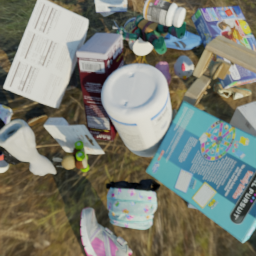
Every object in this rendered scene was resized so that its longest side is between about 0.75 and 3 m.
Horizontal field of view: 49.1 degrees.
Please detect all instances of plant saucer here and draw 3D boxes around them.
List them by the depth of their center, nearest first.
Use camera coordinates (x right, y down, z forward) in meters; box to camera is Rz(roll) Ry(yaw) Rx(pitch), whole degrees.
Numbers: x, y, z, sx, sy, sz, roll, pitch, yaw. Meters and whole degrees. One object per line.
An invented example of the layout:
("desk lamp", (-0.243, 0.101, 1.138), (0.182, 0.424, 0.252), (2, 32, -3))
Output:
("plant saucer", (1.055, -4.691, 10.568), (0.306, 1.263, 1.263), (42, 54, -25))

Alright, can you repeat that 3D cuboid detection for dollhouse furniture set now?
("dollhouse furniture set", (2.709, -1.128, 7.718), (1.754, 2.153, 2.047), (30, 37, 13))

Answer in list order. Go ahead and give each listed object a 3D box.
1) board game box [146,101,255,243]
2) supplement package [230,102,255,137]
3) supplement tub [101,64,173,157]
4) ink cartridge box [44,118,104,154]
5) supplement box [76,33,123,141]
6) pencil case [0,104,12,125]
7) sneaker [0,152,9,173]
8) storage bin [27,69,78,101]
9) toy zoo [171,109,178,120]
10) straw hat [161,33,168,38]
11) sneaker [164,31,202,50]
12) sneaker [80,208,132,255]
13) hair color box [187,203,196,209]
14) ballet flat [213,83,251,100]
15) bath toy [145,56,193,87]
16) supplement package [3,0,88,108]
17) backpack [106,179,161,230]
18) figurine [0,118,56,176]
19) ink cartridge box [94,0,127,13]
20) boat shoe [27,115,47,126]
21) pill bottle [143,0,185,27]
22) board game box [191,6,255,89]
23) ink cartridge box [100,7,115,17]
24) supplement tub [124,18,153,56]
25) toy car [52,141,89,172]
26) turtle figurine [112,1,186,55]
("board game box", (2.107, 0.929, 6.858), (2.858, 0.671, 2.157), (33, 101, 34))
("supplement package", (4.615, 0.027, 10.315), (0.840, 1.180, 1.515), (-18, 55, -13))
("supplement tub", (0.369, -0.378, 7.673), (1.656, 2.510, 1.656), (-5, 62, 10))
("ink cartridge box", (-1.585, 0.240, 8.527), (1.626, 1.302, 0.384), (-1, 47, 32))
("supplement box", (-0.715, -1.206, 8.590), (0.883, 2.899, 1.578), (8, 39, 13))
("pencil case", (-4.895, 0.016, 10.585), (0.856, 0.784, 1.886), (5, 51, -21))
("sneaker", (-5.173, 0.782, 9.492), (2.273, 0.961, 0.852), (14, 16, -17))
("storage bin", (-3.499, -2.294, 12.100), (2.277, 1.068, 1.540), (-21, 57, -14))
("toy zoo", (2.138, 0.011, 8.717), (1.706, 0.175, 1.120), (4, 59, -38))
("straw hat", (1.247, -3.592, 11.423), (1.051, 1.051, 0.445), (-14, 79, -10))
("sneaker", (2.368, -4.522, 13.757), (2.659, 1.042, 0.876), (6, 52, 3))
("sneaker", (-0.574, 3.474, 7.952), (1.187, 1.095, 2.691), (-20, 65, -15))
("hair color box", (2.607, 1.766, 9.420), (0.955, 0.585, 1.929), (11, 55, 8))
("ballet flat", (4.404, -1.488, 11.934), (1.559, 0.550, 0.509), (15, 81, 14))
("bath toy", (1.053, -1.793, 9.622), (2.393, 1.041, 0.885), (-11, 15, 14))
("supplement package", (-2.483, -2.150, 8.875), (1.524, 2.140, 2.748), (22, 89, -11))
("backpack", (0.106, 1.539, 5.773), (1.236, 1.481, 0.937), (-2, 79, 1))
("figurine", (-3.082, 0.575, 7.786), (2.005, 1.956, 0.863), (14, 56, 31))
("ink cartridge box", (-0.653, -4.944, 10.349), (1.233, 1.236, 0.251), (-7, 28, -14))
("boat shoe", (-3.636, -0.358, 11.175), (0.775, 0.279, 0.279), (-28, 60, -11))
("pill bottle", (0.997, -3.193, 7.776), (1.056, 0.615, 0.615), (24, 57, 17))
("board game box", (3.424, -2.736, 9.301), (1.839, 0.468, 2.717), (-14, 77, -24))
("ink cartridge box", (-1.207, -6.729, 15.758), (0.892, 0.374, 0.783), (-32, 59, -20))
("supplement tub", (0.511, -4.413, 13.556), (1.182, 1.182, 1.638), (-12, 54, -8))
("toy car", (-1.688, 0.917, 8.179), (0.936, 0.769, 0.738), (-12, 50, -5))
("turtle figurine", (0.720, -3.602, 9.811), (1.961, 1.319, 2.620), (-51, 50, 10))
